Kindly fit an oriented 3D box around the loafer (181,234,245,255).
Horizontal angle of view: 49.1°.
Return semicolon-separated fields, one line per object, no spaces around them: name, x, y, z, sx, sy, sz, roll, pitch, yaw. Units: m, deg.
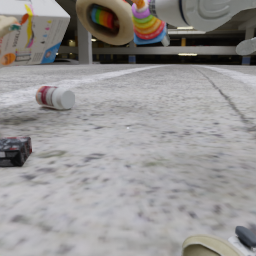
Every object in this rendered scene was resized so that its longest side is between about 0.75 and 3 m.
loafer;0.928;1.361;2.502;0.404;0.447;1.182;-6;16;-43

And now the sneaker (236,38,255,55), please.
sneaker;3.131;-2.047;6.878;0.377;0.357;0.936;-18;2;-43

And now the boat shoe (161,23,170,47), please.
boat shoe;1.095;-3.643;9.283;0.580;1.822;0.644;-20;4;9

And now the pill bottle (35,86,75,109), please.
pill bottle;-2.837;-1.187;10.936;1.493;0.852;0.852;11;19;35

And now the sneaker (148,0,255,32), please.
sneaker;1.706;-2.492;4.864;2.867;1.095;1.154;-25;28;-24

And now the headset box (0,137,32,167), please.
headset box;-2.475;0.470;5.861;0.717;0.372;0.963;-2;15;-6

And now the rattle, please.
rattle;-2.825;-2.045;6.551;1.512;1.080;0.984;-6;34;8

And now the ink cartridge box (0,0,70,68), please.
ink cartridge box;-3.555;-3.187;8.611;1.854;1.887;2.563;47;37;15

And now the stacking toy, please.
stacking toy;0.369;-2.771;6.696;0.841;0.889;1.533;-3;-16;18

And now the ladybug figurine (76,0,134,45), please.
ladybug figurine;-0.702;-3.945;9.849;2.587;1.756;0.931;30;53;17

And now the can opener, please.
can opener;1.328;1.340;2.893;0.222;0.278;0.832;-3;16;-11
